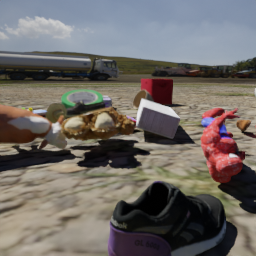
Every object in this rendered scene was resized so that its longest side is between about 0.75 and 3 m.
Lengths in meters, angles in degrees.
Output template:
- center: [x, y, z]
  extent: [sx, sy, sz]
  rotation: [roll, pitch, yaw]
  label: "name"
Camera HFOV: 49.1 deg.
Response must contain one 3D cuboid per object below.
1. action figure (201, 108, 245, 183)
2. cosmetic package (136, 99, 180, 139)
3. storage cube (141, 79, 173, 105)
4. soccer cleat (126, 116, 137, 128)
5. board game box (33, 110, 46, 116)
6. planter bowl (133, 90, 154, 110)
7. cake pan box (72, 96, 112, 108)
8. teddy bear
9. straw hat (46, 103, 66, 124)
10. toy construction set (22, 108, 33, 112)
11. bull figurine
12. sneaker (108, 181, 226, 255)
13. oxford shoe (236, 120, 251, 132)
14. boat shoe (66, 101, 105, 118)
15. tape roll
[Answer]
- center: [1.606, 0.211, 4.751]
  extent: [0.717, 0.907, 2.774]
  rotation: [-13, 9, 20]
  label: "action figure"
- center: [0.771, -0.324, 7.982]
  extent: [0.991, 0.608, 2.402]
  rotation: [19, 11, -1]
  label: "cosmetic package"
- center: [1.511, -1.951, 14.992]
  extent: [1.276, 1.342, 1.493]
  rotation: [-5, 13, -23]
  label: "storage cube"
- center: [-0.322, -0.100, 7.799]
  extent: [1.416, 0.483, 0.518]
  rotation: [-7, 14, -43]
  label: "soccer cleat"
- center: [-3.830, -0.499, 10.523]
  extent: [1.490, 0.145, 0.767]
  rotation: [-11, 14, -36]
  label: "board game box"
- center: [0.716, -1.109, 12.014]
  extent: [0.600, 0.891, 0.891]
  rotation: [25, -3, -30]
  label: "planter bowl"
- center: [-1.781, -1.167, 13.144]
  extent: [2.026, 0.530, 1.866]
  rotation: [-1, 13, -7]
  label: "cake pan box"
- center: [-0.654, -0.006, 6.144]
  extent: [1.633, 0.752, 2.252]
  rotation: [-13, 5, -11]
  label: "teddy bear"
- center: [-2.132, -0.384, 8.669]
  extent: [0.329, 0.777, 0.777]
  rotation: [21, 22, 37]
  label: "straw hat"
- center: [-3.431, -0.267, 8.373]
  extent: [1.223, 0.563, 0.802]
  rotation: [-12, 38, -18]
  label: "toy construction set"
- center: [-2.491, -0.016, 5.704]
  extent: [2.456, 0.800, 1.491]
  rotation: [12, -11, -31]
  label: "bull figurine"
- center: [0.476, 0.793, 2.619]
  extent: [0.584, 0.676, 1.543]
  rotation: [11, 15, 43]
  label: "sneaker"
- center: [3.104, -0.094, 7.604]
  extent: [0.310, 0.310, 0.870]
  rotation: [38, -1, 12]
  label: "oxford shoe"
- center: [-1.749, -0.715, 10.480]
  extent: [1.845, 0.598, 0.675]
  rotation: [-3, 16, -12]
  label: "boat shoe"
- center: [-1.875, -1.080, 11.561]
  extent: [1.689, 0.406, 1.689]
  rotation: [2, 30, -1]
  label: "tape roll"
